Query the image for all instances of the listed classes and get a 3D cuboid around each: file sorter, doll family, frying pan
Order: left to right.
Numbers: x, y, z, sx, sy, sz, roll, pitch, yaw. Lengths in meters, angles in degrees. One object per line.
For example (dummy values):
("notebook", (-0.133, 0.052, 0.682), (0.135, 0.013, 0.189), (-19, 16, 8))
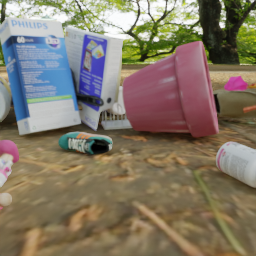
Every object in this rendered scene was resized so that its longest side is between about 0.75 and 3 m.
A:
("doll family", (-2.583, 0.832, 3.031), (2.691, 1.212, 1.670), (12, 30, -3))
("frying pan", (-1.713, -0.744, 8.265), (0.461, 1.711, 2.829), (-6, 38, -35))
("file sorter", (-0.234, -0.362, 8.171), (1.015, 0.632, 0.705), (-3, 16, -12))

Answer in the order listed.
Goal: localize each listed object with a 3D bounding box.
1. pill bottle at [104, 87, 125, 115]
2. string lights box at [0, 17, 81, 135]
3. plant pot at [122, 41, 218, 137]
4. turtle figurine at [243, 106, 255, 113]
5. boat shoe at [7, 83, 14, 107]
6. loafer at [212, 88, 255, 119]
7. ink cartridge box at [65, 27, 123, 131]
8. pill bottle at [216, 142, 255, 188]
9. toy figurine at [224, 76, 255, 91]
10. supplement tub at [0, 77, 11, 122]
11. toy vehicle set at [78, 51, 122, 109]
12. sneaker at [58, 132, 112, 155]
("pill bottle", (-0.729, -1.063, 10.014), (0.970, 0.970, 1.676), (-12, 20, -36))
("string lights box", (-2.289, -1.332, 7.346), (1.442, 2.807, 0.828), (-12, 1, -40))
("plant pot", (1.074, -0.818, 7.224), (2.084, 2.328, 2.328), (-10, 12, 20))
("turtle figurine", (3.683, 0.215, 5.728), (2.636, 0.849, 2.126), (13, 27, 19))
("boat shoe", (-3.248, -1.201, 10.407), (2.873, 1.033, 0.931), (-6, 28, -38))
("loafer", (3.211, -0.689, 8.555), (0.836, 0.943, 2.480), (-17, 12, -22))
("ink cartridge box", (-1.221, -1.509, 8.196), (0.545, 2.511, 2.488), (-4, 24, -39))
("pill bottle", (2.031, 0.642, 4.680), (0.576, 0.576, 1.016), (-7, 17, -25))
("toy figurine", (5.046, -1.567, 11.301), (2.232, 1.821, 2.425), (-5, -8, 16))
("supplement tub", (-4.275, -0.852, 8.278), (1.509, 1.509, 2.075), (-6, 16, -20))
("toy vehicle set", (-1.268, -1.474, 9.029), (2.581, 1.603, 0.342), (-4, -13, 44))
("sneaker", (-0.934, 0.339, 6.039), (1.189, 0.424, 0.475), (1, 11, -1))
